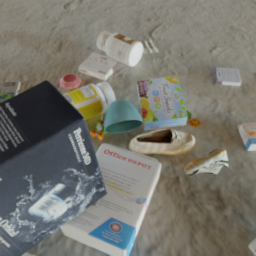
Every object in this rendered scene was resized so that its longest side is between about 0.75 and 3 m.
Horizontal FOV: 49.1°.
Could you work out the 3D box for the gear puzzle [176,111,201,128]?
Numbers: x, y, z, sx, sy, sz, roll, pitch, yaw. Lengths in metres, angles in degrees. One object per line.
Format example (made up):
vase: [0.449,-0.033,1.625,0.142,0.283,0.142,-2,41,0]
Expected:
gear puzzle: [1.893,-0.467,10.459,1.723,0.226,0.892,30,56,23]

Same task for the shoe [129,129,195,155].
shoe: [1.207,0.453,9.303,2.317,0.619,0.810,-5,52,-15]

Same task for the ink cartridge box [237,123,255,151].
ink cartridge box: [4.343,0.207,9.767,0.673,0.396,1.169,-3,49,-2]

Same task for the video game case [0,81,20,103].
video game case: [-5.356,-1.223,11.135,1.828,0.201,1.666,-4,49,-4]

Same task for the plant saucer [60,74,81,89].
plant saucer: [-2.446,-2.008,11.799,0.870,0.221,0.870,0,48,0]

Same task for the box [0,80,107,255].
box: [-2.230,1.014,6.076,2.875,2.827,1.688,-33,51,-21]

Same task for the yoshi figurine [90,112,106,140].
yoshi figurine: [-0.892,-0.102,10.062,0.612,0.614,1.092,-3,51,52]

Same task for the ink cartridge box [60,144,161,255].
ink cartridge box: [-0.405,1.935,7.790,1.907,1.117,2.639,18,53,15]

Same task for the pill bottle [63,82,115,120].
pill bottle: [-1.552,-0.913,10.239,1.994,1.140,1.140,-24,53,-20]

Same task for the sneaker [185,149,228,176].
sneaker: [2.497,1.222,8.679,1.561,0.684,0.591,-22,10,-18]

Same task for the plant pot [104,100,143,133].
plant pot: [-0.227,-0.448,9.567,1.318,1.318,0.888,-9,73,-7]

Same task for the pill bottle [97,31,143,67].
pill bottle: [-0.411,-3.618,12.585,1.931,1.104,1.104,30,55,22]

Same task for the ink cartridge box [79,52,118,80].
ink cartridge box: [-1.289,-2.729,12.360,1.357,0.303,1.195,22,53,17]

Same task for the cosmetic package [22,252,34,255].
cosmetic package: [-2.091,3.513,6.406,1.803,0.668,0.917,8,52,28]

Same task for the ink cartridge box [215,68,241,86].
ink cartridge box: [4.240,-2.189,11.963,0.988,0.214,0.970,5,49,7]

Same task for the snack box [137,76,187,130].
snack box: [1.209,-0.931,10.288,1.573,0.631,1.866,-7,62,1]

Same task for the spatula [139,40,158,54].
spatula: [0.955,-3.934,13.552,0.769,0.089,1.106,-12,50,-9]

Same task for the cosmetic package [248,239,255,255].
cosmetic package: [4.427,2.738,6.717,2.017,1.688,1.678,-27,55,-20]
